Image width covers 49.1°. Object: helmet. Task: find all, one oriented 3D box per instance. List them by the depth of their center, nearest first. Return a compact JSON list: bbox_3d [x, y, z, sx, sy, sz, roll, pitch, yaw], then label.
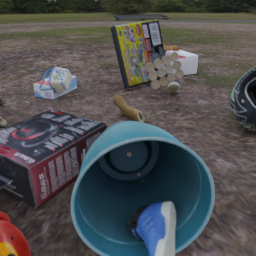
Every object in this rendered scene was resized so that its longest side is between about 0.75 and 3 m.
[{"bbox_3d":[4.043,-0.844,8.292,2.052,1.956,2.052,33,14,-9],"label":"helmet"}]

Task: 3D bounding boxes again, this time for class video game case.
[{"bbox_3d":[0.594,-3.301,12.438,2.387,2.642,0.337,-20,14,-29],"label":"video game case"}]

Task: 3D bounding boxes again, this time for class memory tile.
[{"bbox_3d":[1.514,-2.357,11.573,1.504,1.153,0.126,-25,22,-7],"label":"memory tile"}]

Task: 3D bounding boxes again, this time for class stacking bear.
[{"bbox_3d":[-2.297,1.975,2.900,1.624,1.734,2.856,-30,-3,35],"label":"stacking bear"}]

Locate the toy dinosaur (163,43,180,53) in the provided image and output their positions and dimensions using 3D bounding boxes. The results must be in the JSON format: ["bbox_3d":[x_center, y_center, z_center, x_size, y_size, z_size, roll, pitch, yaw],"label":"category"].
[{"bbox_3d":[1.155,-3.756,14.177,2.981,0.901,1.584,-27,42,-5],"label":"toy dinosaur"}]

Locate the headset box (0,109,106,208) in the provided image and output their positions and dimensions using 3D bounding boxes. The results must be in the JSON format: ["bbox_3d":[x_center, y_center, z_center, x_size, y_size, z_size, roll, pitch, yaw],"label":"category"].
[{"bbox_3d":[-2.023,0.562,6.444,1.949,0.984,2.623,14,29,29],"label":"headset box"}]

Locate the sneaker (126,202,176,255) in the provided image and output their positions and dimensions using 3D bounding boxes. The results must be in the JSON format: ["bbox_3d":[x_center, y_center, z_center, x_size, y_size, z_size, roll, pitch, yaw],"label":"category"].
[{"bbox_3d":[0.315,1.726,4.350,0.738,0.509,1.327,-13,31,21],"label":"sneaker"}]

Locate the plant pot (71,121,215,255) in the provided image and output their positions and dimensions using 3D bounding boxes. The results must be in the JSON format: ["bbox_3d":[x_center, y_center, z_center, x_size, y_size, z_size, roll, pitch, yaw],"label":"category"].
[{"bbox_3d":[0.117,0.819,4.905,2.082,2.082,1.956,-3,18,-7],"label":"plant pot"}]

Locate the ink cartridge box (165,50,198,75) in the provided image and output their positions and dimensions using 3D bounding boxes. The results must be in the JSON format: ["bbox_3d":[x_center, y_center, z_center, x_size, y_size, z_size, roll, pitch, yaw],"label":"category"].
[{"bbox_3d":[2.342,-3.617,15.226,1.793,1.040,2.429,-12,29,-23],"label":"ink cartridge box"}]

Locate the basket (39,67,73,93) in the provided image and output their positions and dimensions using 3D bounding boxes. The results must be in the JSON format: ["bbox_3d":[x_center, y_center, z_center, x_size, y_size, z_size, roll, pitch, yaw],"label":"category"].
[{"bbox_3d":[-2.833,-1.890,10.920,1.154,0.803,1.018,-2,59,20],"label":"basket"}]

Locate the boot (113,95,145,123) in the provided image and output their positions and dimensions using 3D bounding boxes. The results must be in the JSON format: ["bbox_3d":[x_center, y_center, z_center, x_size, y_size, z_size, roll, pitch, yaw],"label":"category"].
[{"bbox_3d":[0.037,-0.648,9.219,0.339,0.899,1.026,-47,39,-12],"label":"boot"}]

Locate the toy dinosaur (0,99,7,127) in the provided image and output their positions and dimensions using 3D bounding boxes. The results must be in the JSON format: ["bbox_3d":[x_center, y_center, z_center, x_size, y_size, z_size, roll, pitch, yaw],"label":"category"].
[{"bbox_3d":[-4.800,-0.551,9.389,2.348,0.557,1.035,8,33,25],"label":"toy dinosaur"}]

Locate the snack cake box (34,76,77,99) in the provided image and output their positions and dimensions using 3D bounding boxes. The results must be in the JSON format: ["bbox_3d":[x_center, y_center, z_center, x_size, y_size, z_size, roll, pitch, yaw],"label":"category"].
[{"bbox_3d":[-3.040,-1.778,11.877,0.969,0.566,1.685,12,28,21],"label":"snack cake box"}]

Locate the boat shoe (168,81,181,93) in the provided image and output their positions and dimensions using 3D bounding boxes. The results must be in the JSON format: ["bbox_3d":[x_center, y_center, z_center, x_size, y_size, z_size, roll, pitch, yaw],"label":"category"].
[{"bbox_3d":[1.891,-1.736,11.371,0.493,0.411,1.322,8,0,12],"label":"boat shoe"}]
